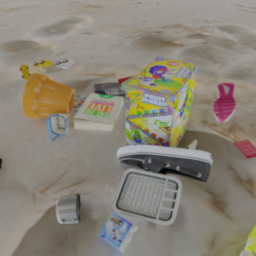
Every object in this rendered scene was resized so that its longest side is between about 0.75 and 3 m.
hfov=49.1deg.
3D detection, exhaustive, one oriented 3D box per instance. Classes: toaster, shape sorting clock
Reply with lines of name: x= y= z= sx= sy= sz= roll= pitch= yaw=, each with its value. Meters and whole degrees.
toaster: x=-1.597 y=2.153 z=7.547 sx=0.595 sy=0.523 sz=0.921 roll=-6 pitch=37 yaw=-5
shape sorting clock: x=-2.516 y=-1.159 z=12.364 sx=1.475 sy=0.289 sz=1.475 roll=0 pitch=35 yaw=0

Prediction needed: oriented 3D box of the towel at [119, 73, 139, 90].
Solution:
towel: x=1.311 y=-1.780 z=12.992 sx=2.825 sy=0.331 sz=2.155 roll=28 pitch=45 yaw=27

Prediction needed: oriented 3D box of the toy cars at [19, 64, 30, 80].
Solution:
toy cars: x=-4.600 y=-2.434 z=13.619 sx=1.607 sy=0.356 sz=0.721 roll=31 pitch=76 yaw=-6

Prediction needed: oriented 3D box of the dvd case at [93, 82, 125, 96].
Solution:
dvd case: x=-0.778 y=-1.849 z=13.455 sx=1.693 sy=0.135 sz=1.259 roll=-5 pitch=36 yaw=-8

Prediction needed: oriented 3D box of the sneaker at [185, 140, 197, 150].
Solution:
sneaker: x=2.208 y=0.648 z=9.839 sx=0.324 sy=0.278 sz=0.765 roll=18 pitch=39 yaw=15

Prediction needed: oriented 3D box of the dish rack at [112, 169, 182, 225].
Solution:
dish rack: x=0.550 y=1.930 z=7.818 sx=1.726 sy=0.376 sz=1.481 roll=11 pitch=49 yaw=14

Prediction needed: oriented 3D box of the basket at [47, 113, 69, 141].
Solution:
basket: x=-2.632 y=-0.107 z=10.388 sx=0.707 sy=0.897 sz=1.017 roll=10 pitch=27 yaw=22

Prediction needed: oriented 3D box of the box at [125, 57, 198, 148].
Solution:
box: x=1.190 y=-0.736 z=9.822 sx=1.614 sy=2.548 sz=2.645 roll=16 pitch=38 yaw=21

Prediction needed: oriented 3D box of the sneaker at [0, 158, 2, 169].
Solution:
sneaker: x=-4.376 y=1.251 z=8.688 sx=0.881 sy=0.737 sz=1.942 roll=-5 pitch=38 yaw=-21

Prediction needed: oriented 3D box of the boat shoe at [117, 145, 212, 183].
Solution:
boat shoe: x=1.010 y=1.184 z=8.586 sx=2.993 sy=1.046 sz=0.991 roll=4 pitch=67 yaw=17

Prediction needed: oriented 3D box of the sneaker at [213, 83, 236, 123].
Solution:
sneaker: x=3.988 y=-0.898 z=11.480 sx=0.871 sy=0.944 sz=2.141 roll=6 pitch=47 yaw=23

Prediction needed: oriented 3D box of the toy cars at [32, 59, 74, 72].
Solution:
toy cars: x=-4.044 y=-3.370 z=15.244 sx=2.262 sy=0.501 sz=1.014 roll=-5 pitch=-1 yaw=-10

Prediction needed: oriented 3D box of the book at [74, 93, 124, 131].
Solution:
book: x=-1.139 y=-0.678 z=11.572 sx=1.533 sy=0.551 sz=2.295 roll=7 pitch=33 yaw=7

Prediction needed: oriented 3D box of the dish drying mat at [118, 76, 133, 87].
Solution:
dish drying mat: x=0.340 y=-2.298 z=13.831 sx=1.733 sy=0.158 sz=0.666 roll=-18 pitch=60 yaw=-34

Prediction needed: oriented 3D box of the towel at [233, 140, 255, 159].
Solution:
towel: x=4.230 y=0.734 z=9.889 sx=0.639 sy=0.099 sz=0.884 roll=-9 pitch=36 yaw=-14

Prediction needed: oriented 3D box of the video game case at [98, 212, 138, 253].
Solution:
video game case: x=-0.259 y=2.593 z=6.991 sx=0.757 sy=0.172 sz=0.686 roll=24 pitch=66 yaw=28

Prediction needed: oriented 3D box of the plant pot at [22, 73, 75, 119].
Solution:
plant pot: x=-3.057 y=-1.139 z=11.170 sx=1.652 sy=1.804 sz=1.804 roll=12 pitch=36 yaw=0

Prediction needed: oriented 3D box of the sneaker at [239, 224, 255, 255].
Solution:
sneaker: x=3.015 y=3.062 z=5.894 sx=1.341 sy=0.967 sz=2.553 roll=24 pitch=41 yaw=29
